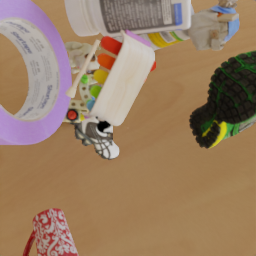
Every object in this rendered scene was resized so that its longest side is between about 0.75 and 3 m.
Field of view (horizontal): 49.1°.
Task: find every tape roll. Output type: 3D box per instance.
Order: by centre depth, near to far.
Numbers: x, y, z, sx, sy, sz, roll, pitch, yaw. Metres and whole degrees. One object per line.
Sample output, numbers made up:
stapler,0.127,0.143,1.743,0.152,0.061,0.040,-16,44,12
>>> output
tape roll,-2.263,-1.048,5.374,0.901,2.745,2.745,-1,53,26

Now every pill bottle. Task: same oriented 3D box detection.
pill bottle,0.033,-2.532,5.595,2.338,1.330,1.330,-2,55,12
pill bottle,0.596,-2.583,7.254,2.008,1.115,1.115,-6,46,41

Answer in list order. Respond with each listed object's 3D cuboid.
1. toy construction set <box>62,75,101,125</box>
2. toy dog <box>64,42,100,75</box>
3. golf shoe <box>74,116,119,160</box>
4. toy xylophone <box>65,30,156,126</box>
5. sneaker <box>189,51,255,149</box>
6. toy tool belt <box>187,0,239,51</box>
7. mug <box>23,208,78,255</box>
toy construction set,-1.877,-0.927,8.279,2.455,1.131,1.610,1,79,10
toy dog,-1.120,-1.774,7.384,1.012,0.728,1.043,-15,41,-18
golf shoe,-0.421,0.193,5.059,0.554,1.173,0.456,-33,50,17
toy xylophone,-0.298,-0.866,4.977,1.828,1.338,0.459,-55,33,12
sneaker,2.261,-0.600,5.683,1.232,2.891,1.128,-21,72,-17
toy tool belt,2.190,-2.484,6.539,1.818,1.117,1.135,-44,109,-47
mug,-1.242,1.801,4.350,0.814,0.612,0.917,-5,49,-29
